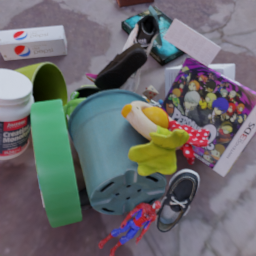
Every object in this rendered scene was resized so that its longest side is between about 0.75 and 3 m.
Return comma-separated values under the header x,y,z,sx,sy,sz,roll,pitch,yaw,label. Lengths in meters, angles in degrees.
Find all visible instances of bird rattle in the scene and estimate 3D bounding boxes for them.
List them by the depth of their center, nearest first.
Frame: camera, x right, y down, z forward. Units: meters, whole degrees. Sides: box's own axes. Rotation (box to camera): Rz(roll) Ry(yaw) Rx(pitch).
x,y,z,sx,sy,sz,roll,pitch,yaw,label
0.802,0.001,6.001,1.795,1.240,2.201,44,32,16,bird rattle

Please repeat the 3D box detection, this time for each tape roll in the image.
x,y,z,sx,sy,sz,roll,pitch,yaw,label
-1.641,0.788,6.527,0.684,2.847,2.847,-11,59,-12,tape roll

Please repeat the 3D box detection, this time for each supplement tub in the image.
x,y,z,sx,sy,sz,roll,pitch,yaw,label
-3.141,-0.299,7.025,1.390,1.981,1.390,14,38,-11,supplement tub

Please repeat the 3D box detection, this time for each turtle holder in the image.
x,y,z,sx,sy,sz,roll,pitch,yaw,label
-1.178,-0.257,7.875,1.827,1.388,1.298,2,82,-9,turtle holder

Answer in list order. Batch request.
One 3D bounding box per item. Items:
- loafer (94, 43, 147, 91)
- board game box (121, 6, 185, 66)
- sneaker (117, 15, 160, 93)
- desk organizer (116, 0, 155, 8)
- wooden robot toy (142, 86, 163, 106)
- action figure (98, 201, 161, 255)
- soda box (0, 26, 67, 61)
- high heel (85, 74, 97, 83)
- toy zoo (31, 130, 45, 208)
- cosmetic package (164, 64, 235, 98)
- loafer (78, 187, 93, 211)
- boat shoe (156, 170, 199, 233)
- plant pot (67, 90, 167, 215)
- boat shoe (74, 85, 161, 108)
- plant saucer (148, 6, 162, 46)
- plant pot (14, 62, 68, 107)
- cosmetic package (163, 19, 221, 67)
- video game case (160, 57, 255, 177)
x,y,z,sx,sy,sz,roll,pitch,yaw,label
-0.198,-1.604,7.479,1.787,0.652,0.637,-29,42,32,loafer
1.208,-3.737,11.164,1.807,0.376,2.672,-32,64,-18,board game box
0.095,-2.037,7.867,1.002,1.528,2.655,22,76,-2,sneaker
0.323,-5.865,12.315,1.653,0.637,0.593,-12,59,-8,desk organizer
0.150,-0.358,7.667,0.939,0.967,2.131,24,85,23,wooden robot toy
0.094,2.271,6.388,0.577,0.456,1.764,44,100,-2,action figure
-3.575,-3.202,10.574,2.393,0.815,0.762,-7,59,-4,soda box
-0.909,-1.664,8.900,1.039,0.350,0.499,24,76,38,high heel
-2.245,1.111,7.277,0.205,2.004,1.315,-9,40,-18,toy zoo
2.159,-1.149,8.399,1.689,1.405,1.414,7,19,32,cosmetic package
-0.784,1.718,7.656,1.814,0.637,0.616,-20,61,-12,loafer
1.112,1.725,6.386,0.684,1.810,0.546,18,36,6,boat shoe
-0.225,0.685,6.867,2.350,2.350,2.302,-10,46,-6,plant pot
-0.329,-0.663,8.776,2.956,0.883,1.056,16,93,13,boat shoe
0.954,-3.502,9.779,0.142,1.493,0.522,-26,59,-1,plant saucer
-3.332,-0.965,8.704,2.164,2.025,2.025,2,58,16,plant pot
1.609,-2.151,7.088,1.352,0.558,0.342,33,23,0,cosmetic package
2.089,-0.300,7.416,2.478,2.246,0.444,36,27,21,video game case
